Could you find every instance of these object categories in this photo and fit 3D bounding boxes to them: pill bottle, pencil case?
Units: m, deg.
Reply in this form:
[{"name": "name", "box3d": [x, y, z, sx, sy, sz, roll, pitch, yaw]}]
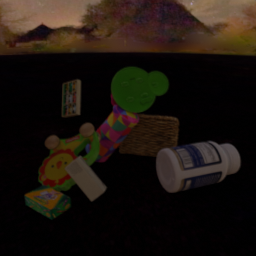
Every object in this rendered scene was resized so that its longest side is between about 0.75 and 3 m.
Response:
[{"name": "pill bottle", "box3d": [1.968, 1.022, 7.804, 2.142, 1.189, 1.189, -7, 21, -19]}, {"name": "pencil case", "box3d": [-0.531, 0.152, 8.867, 0.950, 2.149, 0.950, 27, 32, -19]}]

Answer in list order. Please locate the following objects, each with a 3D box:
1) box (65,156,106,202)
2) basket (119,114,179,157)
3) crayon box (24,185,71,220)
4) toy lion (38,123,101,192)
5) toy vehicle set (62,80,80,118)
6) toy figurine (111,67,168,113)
[{"name": "box", "box3d": [-1.037, 1.240, 6.881, 0.435, 1.058, 0.362, -38, 1, 9]}, {"name": "basket", "box3d": [0.762, 0.054, 9.975, 2.052, 1.529, 1.465, 4, 21, 14]}, {"name": "crayon box", "box3d": [-1.994, 1.816, 6.930, 1.026, 0.299, 0.609, 14, 24, 33]}, {"name": "toy lion", "box3d": [-1.658, 0.897, 7.896, 1.827, 0.627, 1.751, -20, 48, 10]}, {"name": "toy vehicle set", "box3d": [-2.575, -1.307, 12.648, 0.990, 1.594, 0.211, -8, -12, 37]}, {"name": "toy figurine", "box3d": [0.154, -1.104, 9.217, 1.874, 1.407, 1.725, -19, -2, -18]}]
